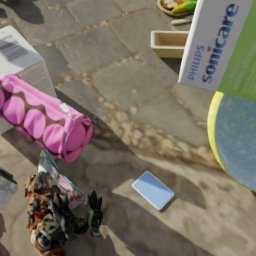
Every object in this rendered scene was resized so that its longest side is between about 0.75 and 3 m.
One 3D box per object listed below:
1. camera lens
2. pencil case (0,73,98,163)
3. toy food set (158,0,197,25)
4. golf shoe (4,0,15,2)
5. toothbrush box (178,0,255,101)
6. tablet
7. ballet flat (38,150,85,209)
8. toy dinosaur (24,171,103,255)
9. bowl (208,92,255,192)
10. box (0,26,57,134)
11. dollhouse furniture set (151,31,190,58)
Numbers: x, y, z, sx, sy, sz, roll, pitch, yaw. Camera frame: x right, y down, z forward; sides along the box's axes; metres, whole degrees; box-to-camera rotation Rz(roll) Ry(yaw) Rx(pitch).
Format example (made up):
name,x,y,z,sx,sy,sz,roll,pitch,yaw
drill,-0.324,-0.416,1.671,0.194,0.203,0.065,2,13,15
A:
name,x,y,z,sx,sy,sz,roll,pitch,yaw
camera lens,-2.261,1.015,3.944,0.956,0.956,1.195,27,71,17
pencil case,-1.672,-0.288,5.289,2.142,1.003,0.972,27,55,19
toy food set,1.789,-4.586,10.116,1.436,0.417,2.080,-16,57,-11
golf shoe,-4.979,-5.484,10.563,1.245,1.091,2.826,-33,61,9
toothbrush box,2.244,-1.361,3.615,2.722,1.982,1.172,13,44,6
tablet,0.548,1.368,6.183,0.815,0.056,0.530,38,64,24
ballet flat,-1.597,1.131,6.095,0.557,0.541,1.565,-40,67,-17
toy dinosaur,-1.307,1.861,5.303,2.280,1.547,1.165,57,26,5
bowl,3.010,-0.214,6.156,2.952,2.952,1.588,-5,12,-4
box,-3.105,-1.229,7.086,1.786,1.530,1.777,-35,62,-20
dollhouse furniture set,2.123,-2.503,7.653,2.916,2.069,2.310,2,55,2
